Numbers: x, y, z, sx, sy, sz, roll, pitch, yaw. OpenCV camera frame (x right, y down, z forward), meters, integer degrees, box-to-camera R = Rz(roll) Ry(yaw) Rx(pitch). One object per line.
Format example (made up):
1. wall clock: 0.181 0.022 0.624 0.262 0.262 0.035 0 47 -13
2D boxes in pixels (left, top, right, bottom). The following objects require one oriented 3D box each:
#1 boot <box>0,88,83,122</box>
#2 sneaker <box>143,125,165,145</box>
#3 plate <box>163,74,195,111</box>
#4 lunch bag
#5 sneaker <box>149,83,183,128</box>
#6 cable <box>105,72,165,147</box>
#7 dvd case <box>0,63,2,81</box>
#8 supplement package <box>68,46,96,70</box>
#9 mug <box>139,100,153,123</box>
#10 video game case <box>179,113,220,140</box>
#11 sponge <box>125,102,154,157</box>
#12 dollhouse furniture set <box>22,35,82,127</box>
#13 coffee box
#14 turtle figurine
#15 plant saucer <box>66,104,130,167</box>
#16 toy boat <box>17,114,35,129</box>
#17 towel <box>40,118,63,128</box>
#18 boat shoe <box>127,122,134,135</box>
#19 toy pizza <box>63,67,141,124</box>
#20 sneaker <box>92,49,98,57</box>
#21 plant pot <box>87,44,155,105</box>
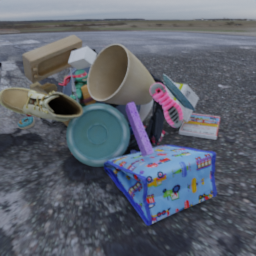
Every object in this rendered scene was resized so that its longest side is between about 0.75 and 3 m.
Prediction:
1. boot: -2.529 -0.708 8.076 2.230 0.804 1.724 16 -6 -24
2. sneaker: 0.575 0.259 10.332 1.645 0.663 0.614 1 61 51
3. plate: 1.607 -1.099 9.177 0.203 1.592 1.592 -41 27 8
4. lunch bag: 0.716 1.157 8.096 2.172 1.357 2.885 -15 20 -23
5. sneaker: 0.987 -0.572 7.356 0.506 1.281 0.611 -30 -2 -6
6. cable: 0.188 -0.680 9.286 2.143 2.627 0.667 8 13 23
7. dvd case: -4.754 -0.778 9.550 0.263 2.136 2.994 17 -17 -22
8. supplement package: -1.460 -2.209 8.930 0.759 0.460 0.455 -3 -23 40
9. mug: 0.030 -1.110 11.259 1.957 1.716 1.445 18 59 -10
10. video game case: 3.050 -0.118 11.810 1.459 0.178 2.040 9 27 19
11. sponge: 0.269 0.061 7.252 0.207 1.387 0.773 -19 -8 -7
12. dollhouse furniture set: -1.998 -1.457 10.790 2.419 2.969 2.823 40 53 20
13. coffee box: 1.934 -1.061 11.370 1.149 1.162 1.160 19 -10 43
14. turtle figurine: -1.277 -1.029 9.516 1.940 2.592 1.305 -31 34 -30
15. plant saucer: -0.982 0.211 9.073 2.087 2.087 0.286 -1 -7 -1
16. toy boat: -3.473 -0.298 9.503 0.636 0.351 0.756 -19 46 9
17. towel: -3.141 -0.533 12.237 1.007 0.520 1.216 27 43 28
18. boat shoe: -0.067 0.041 10.031 1.309 0.551 0.449 -22 48 32
19. toy pizza: -0.976 -1.085 10.438 2.981 2.981 0.472 5 29 10
20. sneaker: -1.291 -2.422 11.471 1.099 0.795 2.250 -31 61 -2
21. plant pot: 0.003 -1.271 7.857 1.677 1.570 1.570 18 7 -45
